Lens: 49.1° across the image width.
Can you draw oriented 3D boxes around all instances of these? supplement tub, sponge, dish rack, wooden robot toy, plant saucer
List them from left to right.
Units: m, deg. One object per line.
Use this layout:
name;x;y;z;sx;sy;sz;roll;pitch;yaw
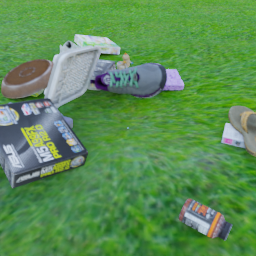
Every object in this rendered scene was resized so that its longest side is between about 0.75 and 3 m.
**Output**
plant saucer;-3.698;-1.944;10.442;2.309;0.398;2.309;-10;42;9
dish rack;-1.830;-1.722;8.976;0.498;1.965;2.289;32;31;10
wooden robot toy;-0.191;-2.927;12.157;0.587;0.604;1.332;11;36;14
sponge;1.077;-1.830;10.538;1.846;0.275;1.030;-1;47;-13
supplement tub;1.496;1.785;5.424;0.932;0.498;0.498;23;41;24

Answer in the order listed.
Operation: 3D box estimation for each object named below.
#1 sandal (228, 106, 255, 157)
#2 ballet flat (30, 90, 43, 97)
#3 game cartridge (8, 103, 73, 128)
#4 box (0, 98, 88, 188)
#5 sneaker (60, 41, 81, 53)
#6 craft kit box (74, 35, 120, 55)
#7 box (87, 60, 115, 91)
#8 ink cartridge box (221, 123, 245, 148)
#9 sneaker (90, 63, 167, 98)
sandal;3.377;-0.052;7.582;0.868;0.584;2.162;1;35;2
ballet flat;-3.298;-1.521;10.392;0.404;0.402;1.204;21;37;-7
game cartridge;-3.049;-0.090;8.247;2.443;0.469;1.584;14;41;20
box;-2.362;0.222;6.973;1.838;0.508;2.294;-14;49;-38
sneaker;-2.527;-3.677;13.023;0.676;0.822;1.786;12;33;20
craft kit box;-1.525;-4.099;13.735;1.745;0.429;1.767;-7;34;-28
box;-1.836;-2.229;11.189;2.256;0.545;1.786;9;36;13
ink cartridge box;3.329;0.277;7.832;1.286;0.270;0.767;12;36;20
sneaker;-0.078;-1.454;8.993;1.261;1.072;2.881;-7;5;-36
